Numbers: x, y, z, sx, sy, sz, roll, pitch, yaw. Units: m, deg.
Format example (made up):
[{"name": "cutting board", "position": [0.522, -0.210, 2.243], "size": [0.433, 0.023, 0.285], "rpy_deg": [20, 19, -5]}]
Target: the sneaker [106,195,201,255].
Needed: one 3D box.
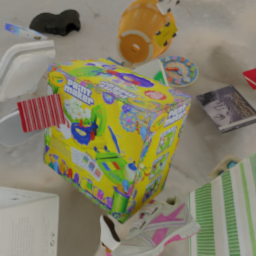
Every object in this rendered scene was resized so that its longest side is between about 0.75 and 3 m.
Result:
[{"name": "sneaker", "position": [0.436, 1.988, 5.636], "size": [2.141, 0.871, 0.944], "rpy_deg": [-12, 74, -36]}]

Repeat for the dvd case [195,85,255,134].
[{"name": "dvd case", "position": [2.935, -0.603, 8.328], "size": [1.259, 0.135, 1.693], "rpy_deg": [-17, 46, -4]}]

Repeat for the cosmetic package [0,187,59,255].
[{"name": "cosmetic package", "position": [-3.147, 1.957, 4.739], "size": [2.735, 2.744, 1.687], "rpy_deg": [0, 87, 26]}]

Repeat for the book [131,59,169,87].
[{"name": "book", "position": [0.062, -0.771, 7.930], "size": [2.295, 0.551, 1.533], "rpy_deg": [-22, 66, 21]}]

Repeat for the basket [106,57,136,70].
[{"name": "basket", "position": [-0.238, -1.717, 8.765], "size": [1.017, 0.897, 0.707], "rpy_deg": [35, 71, 24]}]

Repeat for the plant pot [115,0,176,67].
[{"name": "plant pot", "position": [0.404, -2.744, 8.497], "size": [1.804, 1.804, 1.652], "rpy_deg": [16, 44, 10]}]

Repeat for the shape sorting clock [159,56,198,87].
[{"name": "shape sorting clock", "position": [1.632, -1.951, 9.453], "size": [1.475, 0.289, 1.475], "rpy_deg": [0, 59, 0]}]

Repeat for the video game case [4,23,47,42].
[{"name": "video game case", "position": [-2.362, -2.195, 6.473], "size": [0.686, 0.172, 0.757], "rpy_deg": [0, 25, -48]}]

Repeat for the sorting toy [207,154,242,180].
[{"name": "sorting toy", "position": [2.532, 1.138, 6.504], "size": [1.066, 0.987, 0.194], "rpy_deg": [26, 47, 3]}]

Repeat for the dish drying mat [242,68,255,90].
[{"name": "dish drying mat", "position": [3.669, -1.321, 7.354], "size": [0.158, 1.733, 0.666], "rpy_deg": [-35, 98, -5]}]

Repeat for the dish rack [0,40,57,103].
[{"name": "dish rack", "position": [-2.415, -1.241, 6.513], "size": [0.376, 1.726, 1.481], "rpy_deg": [48, 34, 4]}]

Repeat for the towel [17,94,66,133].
[{"name": "towel", "position": [-1.744, -0.296, 5.625], "size": [0.884, 0.099, 0.639], "rpy_deg": [-13, 92, -3]}]

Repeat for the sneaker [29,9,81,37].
[{"name": "sneaker", "position": [-2.678, -3.783, 10.369], "size": [1.942, 0.737, 0.881], "rpy_deg": [-17, 68, -6]}]

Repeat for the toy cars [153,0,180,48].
[{"name": "toy cars", "position": [0.981, -2.884, 7.404], "size": [0.721, 0.356, 1.607], "rpy_deg": [5, 93, -29]}]

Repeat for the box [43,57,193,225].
[{"name": "box", "position": [-0.402, 0.108, 6.219], "size": [2.645, 2.548, 1.614], "rpy_deg": [30, 33, 29]}]

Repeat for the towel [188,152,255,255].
[{"name": "towel", "position": [2.029, 1.870, 5.611], "size": [0.331, 2.825, 2.155], "rpy_deg": [17, 54, -13]}]

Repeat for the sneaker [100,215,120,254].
[{"name": "sneaker", "position": [-0.379, 1.763, 4.673], "size": [0.278, 0.765, 0.324], "rpy_deg": [34, 96, -22]}]

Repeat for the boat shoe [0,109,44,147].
[{"name": "boat shoe", "position": [-2.187, -0.423, 7.733], "size": [2.993, 1.046, 0.991], "rpy_deg": [-31, 24, -17]}]
